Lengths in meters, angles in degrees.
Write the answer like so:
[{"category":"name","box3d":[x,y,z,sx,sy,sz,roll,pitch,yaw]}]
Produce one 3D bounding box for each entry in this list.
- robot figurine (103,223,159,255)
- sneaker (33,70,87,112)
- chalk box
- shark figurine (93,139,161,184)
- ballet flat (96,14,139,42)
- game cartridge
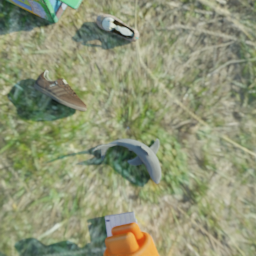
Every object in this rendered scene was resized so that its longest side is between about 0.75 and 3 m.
[{"category":"robot figurine","box3d":[0.196,3.498,6.835,1.313,1.620,2.252,-24,98,-19]},{"category":"sneaker","box3d":[-1.981,-1.121,8.445,1.820,0.641,0.687,27,95,6]},{"category":"chalk box","box3d":[-2.687,-4.654,8.519,2.925,1.811,1.820,26,81,5]},{"category":"shark figurine","box3d":[0.157,0.639,8.091,2.095,0.874,1.251,23,81,2]},{"category":"ballet flat","box3d":[-0.367,-3.199,8.870,1.541,0.518,0.525,23,110,5]},{"category":"game cartridge","box3d":[-0.130,3.144,7.954,0.901,0.267,1.389,-8,81,-6]}]
